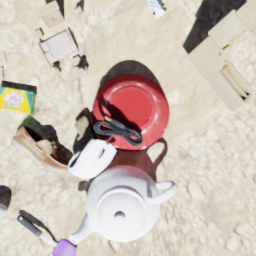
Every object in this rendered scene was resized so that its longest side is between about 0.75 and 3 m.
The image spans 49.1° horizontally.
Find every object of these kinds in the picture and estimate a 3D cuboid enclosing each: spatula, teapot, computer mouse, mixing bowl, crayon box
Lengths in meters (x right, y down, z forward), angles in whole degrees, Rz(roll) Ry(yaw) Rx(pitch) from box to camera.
[{"bbox_3d":[-2.435,3.237,8.239,2.098,0.216,0.593,38,73,0],"label":"spatula"},{"bbox_3d":[-0.111,2.125,7.505,2.225,1.647,2.254,18,96,0],"label":"teapot"},{"bbox_3d":[-0.770,0.732,7.359,1.279,0.512,2.332,26,123,-26],"label":"computer mouse"},{"bbox_3d":[0.071,-0.469,7.915,2.392,1.295,2.392,0,89,1],"label":"mixing bowl"},{"bbox_3d":[-3.384,-0.805,8.393,1.121,0.327,0.666,10,88,0],"label":"crayon box"}]

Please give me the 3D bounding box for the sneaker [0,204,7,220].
[{"bbox_3d":[-4.826,2.734,7.954,2.760,1.055,1.111,-26,81,-2],"label":"sneaker"}]

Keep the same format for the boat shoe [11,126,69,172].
[{"bbox_3d":[-2.448,0.606,8.097,1.915,0.725,0.688,31,101,-1],"label":"boat shoe"}]

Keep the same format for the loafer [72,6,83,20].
[{"bbox_3d":[-1.459,-3.355,8.194,0.286,0.756,0.258,-38,108,-4],"label":"loafer"}]

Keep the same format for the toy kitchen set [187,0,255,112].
[{"bbox_3d":[3.440,-2.181,7.759,2.128,2.358,1.924,52,47,1],"label":"toy kitchen set"}]

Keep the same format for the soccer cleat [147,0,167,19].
[{"bbox_3d":[0.708,-3.791,8.404,0.488,0.395,1.131,-36,73,30],"label":"soccer cleat"}]

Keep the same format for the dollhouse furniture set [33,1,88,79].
[{"bbox_3d":[-2.070,-2.369,8.159,1.065,0.910,2.055,-25,88,-1],"label":"dollhouse furniture set"}]

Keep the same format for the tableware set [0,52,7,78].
[{"bbox_3d":[-4.189,-1.914,8.543,0.957,0.111,0.800,0,89,-1],"label":"tableware set"}]

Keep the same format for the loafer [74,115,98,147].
[{"bbox_3d":[-1.162,0.396,8.257,0.515,0.580,1.526,-23,78,8],"label":"loafer"}]
